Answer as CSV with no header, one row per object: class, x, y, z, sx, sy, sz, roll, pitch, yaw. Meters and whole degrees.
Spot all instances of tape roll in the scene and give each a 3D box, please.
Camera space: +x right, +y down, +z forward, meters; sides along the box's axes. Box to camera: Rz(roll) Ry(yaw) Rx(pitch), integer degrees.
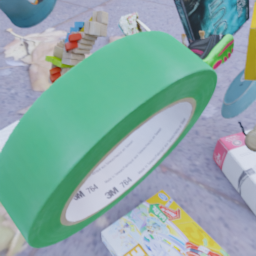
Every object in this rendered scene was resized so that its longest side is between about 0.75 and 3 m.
tape roll,-0.145,0.234,3.662,2.985,2.985,0.717,-33,68,-30

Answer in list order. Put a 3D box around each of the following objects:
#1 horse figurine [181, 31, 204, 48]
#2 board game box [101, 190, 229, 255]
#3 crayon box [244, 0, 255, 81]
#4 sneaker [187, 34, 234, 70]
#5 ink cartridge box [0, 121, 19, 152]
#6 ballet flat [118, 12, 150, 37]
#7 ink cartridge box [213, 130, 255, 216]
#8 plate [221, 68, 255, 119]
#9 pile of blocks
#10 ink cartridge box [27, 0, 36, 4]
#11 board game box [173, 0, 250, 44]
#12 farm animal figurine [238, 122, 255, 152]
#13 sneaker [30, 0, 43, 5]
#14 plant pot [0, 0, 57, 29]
horse figurine,1.084,-1.173,5.909,0.554,1.472,2.222,19,39,30
board game box,0.853,2.501,5.272,1.644,0.419,2.446,-28,50,-27
crayon box,2.188,-1.517,4.521,0.425,1.036,1.647,8,56,22
sneaker,1.209,-1.164,4.884,1.434,0.550,0.601,-36,44,-17
ink cartridge box,-1.316,0.326,4.872,2.341,0.724,2.887,-10,17,4
ballet flat,0.342,-1.548,5.280,0.437,1.368,0.517,-29,21,26
ink cartridge box,3.173,1.005,6.560,1.456,0.823,1.988,-13,45,-14
plate,2.667,-0.970,6.470,0.218,1.706,1.706,32,46,-6
pile of blocks,-1.302,-1.763,6.122,0.876,2.134,0.663,49,26,12
ink cartridge box,-1.523,-2.477,4.370,0.361,0.599,0.825,16,45,-40
board game box,2.205,-3.077,7.076,1.954,2.889,0.407,-45,60,4
farm animal figurine,1.172,0.234,1.851,0.876,0.441,0.708,13,17,-30
sneaker,-2.169,-3.554,6.287,0.613,1.619,0.745,-3,3,-38
plant pot,-2.935,-3.719,7.254,1.611,1.513,1.611,-6,71,18
